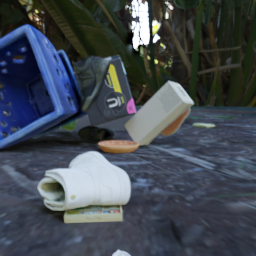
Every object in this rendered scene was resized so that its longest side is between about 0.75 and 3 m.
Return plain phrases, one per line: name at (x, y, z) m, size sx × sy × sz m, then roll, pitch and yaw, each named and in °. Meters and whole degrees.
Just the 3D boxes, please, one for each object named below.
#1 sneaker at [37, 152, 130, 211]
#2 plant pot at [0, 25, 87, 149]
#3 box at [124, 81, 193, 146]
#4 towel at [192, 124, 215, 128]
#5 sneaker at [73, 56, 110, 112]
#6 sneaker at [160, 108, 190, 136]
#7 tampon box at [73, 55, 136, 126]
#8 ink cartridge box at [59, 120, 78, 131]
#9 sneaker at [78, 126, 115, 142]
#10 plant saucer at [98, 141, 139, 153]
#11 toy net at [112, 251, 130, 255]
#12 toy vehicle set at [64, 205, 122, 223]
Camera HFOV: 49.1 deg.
sneaker at (-0.906, 0.785, 4.502) m, size 1.124 × 0.716 × 1.945 m, roll 1°, pitch 1°, yaw -29°
plant pot at (-3.164, -1.159, 9.368) m, size 2.917 × 2.917 × 2.622 m, roll -24°, pitch -5°, yaw 17°
box at (0.954, -0.416, 9.098) m, size 2.207 × 0.907 × 0.755 m, roll -43°, pitch -24°, yaw 28°
towel at (4.147, -0.127, 15.395) m, size 0.766 × 0.188 × 1.033 m, roll -4°, pitch 7°, yaw -39°
sneaker at (-1.127, -1.215, 7.498) m, size 0.873 × 1.523 × 0.582 m, roll 24°, pitch 19°, yaw 7°
sneaker at (1.615, -0.323, 9.667) m, size 0.511 × 1.431 × 0.572 m, roll 33°, pitch 28°, yaw -12°
tampon box at (-0.749, -1.395, 9.622) m, size 1.527 × 1.812 × 2.418 m, roll -17°, pitch 18°, yaw 2°
ink cartridge box at (-2.597, -0.366, 12.434) m, size 0.508 × 0.889 × 1.712 m, roll 19°, pitch -14°, yaw -17°
sneaker at (-1.267, 0.213, 10.701) m, size 1.461 × 0.558 × 0.837 m, roll 6°, pitch 1°, yaw 7°
plant saucer at (-0.301, 0.591, 8.783) m, size 1.264 × 0.237 × 1.264 m, roll 0°, pitch 5°, yaw 0°
toy net at (-0.096, 1.329, 2.460) m, size 0.520 × 0.191 × 0.991 m, roll 1°, pitch 6°, yaw 13°
toy vehicle set at (-0.486, 1.197, 4.021) m, size 0.790 × 0.105 × 0.491 m, roll -1°, pitch 6°, yaw -5°
